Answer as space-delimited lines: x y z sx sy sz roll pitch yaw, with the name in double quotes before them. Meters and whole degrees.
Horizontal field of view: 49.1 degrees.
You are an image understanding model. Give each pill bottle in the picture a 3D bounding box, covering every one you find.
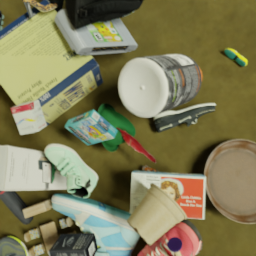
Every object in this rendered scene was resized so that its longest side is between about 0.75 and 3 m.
"pill bottle" 1.145 -1.324 8.116 1.558 2.933 1.558 12 110 34

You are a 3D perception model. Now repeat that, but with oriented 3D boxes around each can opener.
"can opener" -3.851 1.948 8.789 1.019 0.822 2.593 -36 84 -3

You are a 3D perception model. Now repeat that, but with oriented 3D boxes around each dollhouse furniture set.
"dollhouse furniture set" -2.507 3.054 8.557 1.412 1.000 1.537 -19 83 -2

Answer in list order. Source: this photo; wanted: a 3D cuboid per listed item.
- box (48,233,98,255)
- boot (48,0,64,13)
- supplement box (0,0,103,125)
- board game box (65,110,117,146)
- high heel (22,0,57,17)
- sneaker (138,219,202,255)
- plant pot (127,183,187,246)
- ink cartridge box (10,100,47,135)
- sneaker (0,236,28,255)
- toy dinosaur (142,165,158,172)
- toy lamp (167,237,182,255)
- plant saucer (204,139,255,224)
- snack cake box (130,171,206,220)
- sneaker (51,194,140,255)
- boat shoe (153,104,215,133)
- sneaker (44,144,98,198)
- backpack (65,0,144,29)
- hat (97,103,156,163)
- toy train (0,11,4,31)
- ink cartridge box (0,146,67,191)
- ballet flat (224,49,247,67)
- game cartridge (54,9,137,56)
"box" -1.496 3.378 7.723 1.077 0.797 0.562 -7 102 15
"boot" -1.940 -4.945 9.724 1.915 0.865 2.337 -7 83 -6
"supplement box" -2.617 -1.904 8.816 2.612 1.754 2.610 -38 84 -5
"board game box" -1.031 0.030 7.647 0.915 1.212 0.284 42 52 -27
"high heel" -2.472 -3.546 7.826 0.892 0.319 0.636 -27 115 -20
"sneaker" 0.958 3.499 7.575 1.231 2.838 1.046 -25 64 -43
"plant pot" 0.611 2.179 6.872 1.101 1.202 1.202 -42 84 -14
"ink cartridge box" -2.593 -0.272 7.354 0.551 0.554 0.762 -11 105 14
"sneaker" -3.399 4.323 8.458 0.787 0.862 2.129 -26 83 -3
"toy dinosaur" 0.937 1.678 8.761 0.657 0.872 1.285 -32 49 8
"toy lamp" 1.221 3.148 6.750 0.399 0.399 1.372 -19 125 -2
"plant saucer" 3.597 1.658 8.860 2.594 0.416 2.594 1 76 -5
"snack cake box" 1.106 1.868 7.957 2.050 0.689 1.179 3 86 7
"sneaker" -1.130 3.235 8.410 2.988 1.188 1.951 19 82 1
"boat shoe" 1.869 -0.319 9.157 2.059 0.779 0.621 -14 82 10
"sneaker" -1.400 1.022 6.624 1.530 0.902 0.563 39 108 -10
"backpack" -0.518 -3.867 7.574 2.382 1.943 1.832 -14 52 -27
"hat" 0.095 -0.001 8.438 1.543 1.452 1.753 -8 111 27
"toy train" -4.639 -3.736 9.802 0.445 0.333 0.781 4 85 13
"ink cartridge box" -3.080 1.185 7.771 1.874 2.566 1.082 -3 78 22
"ballet flat" 3.729 -2.470 9.665 0.912 0.305 0.306 38 63 2
"game cartridge" -0.919 -2.918 8.390 2.351 0.476 1.567 -20 69 -44
